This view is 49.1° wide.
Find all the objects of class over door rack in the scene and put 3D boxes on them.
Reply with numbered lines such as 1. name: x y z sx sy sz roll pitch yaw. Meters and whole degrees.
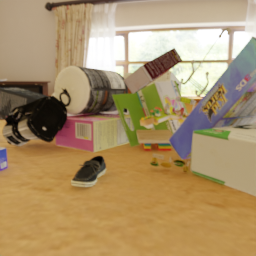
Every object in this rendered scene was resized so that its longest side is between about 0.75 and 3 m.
1. over door rack: 3.084 -2.041 9.717 1.679 2.273 0.757 32 17 -25

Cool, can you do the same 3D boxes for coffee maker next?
1. coffee maker: -2.492 -0.226 7.753 1.615 1.087 1.551 -9 22 42

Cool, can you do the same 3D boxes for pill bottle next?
1. pill bottle: -0.913 -1.155 8.844 1.383 1.383 2.603 6 8 32

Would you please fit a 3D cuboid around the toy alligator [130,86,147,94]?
1. toy alligator: 0.390 -1.313 9.696 0.473 0.517 1.745 40 11 16

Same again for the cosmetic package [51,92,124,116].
1. cosmetic package: -1.611 -0.957 10.708 2.036 1.256 2.042 1 -16 -34

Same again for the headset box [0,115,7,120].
1. headset box: -6.354 -0.798 14.522 1.250 0.631 1.682 3 9 19

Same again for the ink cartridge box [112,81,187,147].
1. ink cartridge box: 0.810 -0.476 8.546 0.869 1.696 2.295 -24 -8 41

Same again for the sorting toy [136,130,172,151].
1. sorting toy: 0.750 0.349 7.803 0.981 0.341 0.975 0 15 -2

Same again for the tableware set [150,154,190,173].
1. tableware set: 0.825 0.741 5.611 0.781 0.120 0.526 12 -29 8

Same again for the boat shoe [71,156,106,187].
1. boat shoe: -0.716 0.792 5.183 0.436 0.363 1.168 4 11 16

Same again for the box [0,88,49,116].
1. box: -4.796 -1.073 13.119 2.183 1.169 1.620 15 11 10

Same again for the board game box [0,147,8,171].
1. board game box: -3.430 0.757 5.076 1.364 0.454 2.029 2 9 12

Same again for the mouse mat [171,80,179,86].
1. mouse mat: 1.142 -1.001 11.258 0.104 2.218 2.756 40 11 -7

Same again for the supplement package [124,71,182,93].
1. supplement package: 1.221 -1.687 14.560 2.552 1.937 1.922 4 -8 27

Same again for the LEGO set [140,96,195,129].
1. LEGO set: 1.168 -0.431 7.353 1.782 0.663 0.820 2 31 -11

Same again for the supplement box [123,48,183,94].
1. supplement box: 0.676 -1.517 7.383 1.506 0.459 0.820 -37 5 -36

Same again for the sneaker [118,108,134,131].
1. sneaker: -0.193 -0.170 10.744 1.050 0.686 1.877 -35 22 20

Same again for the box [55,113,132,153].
1. box: -0.986 0.064 8.286 1.528 0.840 1.737 6 10 36

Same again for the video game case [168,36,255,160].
1. video game case: 2.679 -0.549 6.438 2.630 2.902 0.659 -6 52 -40

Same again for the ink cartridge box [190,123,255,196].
1. ink cartridge box: 2.535 0.476 5.396 2.154 0.895 1.579 -6 11 -34
